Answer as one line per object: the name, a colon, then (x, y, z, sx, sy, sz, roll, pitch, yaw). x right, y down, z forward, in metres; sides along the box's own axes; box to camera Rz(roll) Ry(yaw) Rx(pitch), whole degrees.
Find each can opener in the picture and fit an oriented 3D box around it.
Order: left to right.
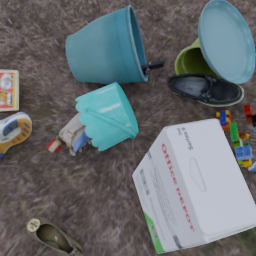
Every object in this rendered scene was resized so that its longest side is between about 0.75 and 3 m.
can opener: (0.790, -2.035, 9.174, 1.067, 0.338, 0.419, -20, 65, -24)

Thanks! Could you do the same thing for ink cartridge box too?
ink cartridge box: (1.237, 1.457, 6.277, 1.254, 2.984, 2.178, -10, 67, -17)

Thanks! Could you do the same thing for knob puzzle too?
knob puzzle: (-4.121, -1.168, 8.745, 1.561, 0.216, 1.561, 0, 89, 8)

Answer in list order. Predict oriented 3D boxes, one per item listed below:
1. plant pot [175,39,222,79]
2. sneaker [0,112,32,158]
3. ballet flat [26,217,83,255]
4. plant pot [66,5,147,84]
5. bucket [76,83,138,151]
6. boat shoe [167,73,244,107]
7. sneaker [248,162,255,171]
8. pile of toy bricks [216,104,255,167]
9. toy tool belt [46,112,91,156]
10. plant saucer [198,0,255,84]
plant pot: (2.585, -2.297, 8.976, 1.727, 1.727, 1.588, 25, 57, 11)
sneaker: (-3.793, 0.330, 8.182, 2.197, 0.827, 0.968, -29, 30, -6)
ballet flat: (-1.899, 2.832, 7.172, 1.750, 0.406, 0.590, 30, 69, 13)
plant pot: (-0.673, -2.329, 8.666, 2.115, 2.251, 2.251, -11, 65, 11)
bucket: (-0.525, -0.325, 7.757, 1.161, 1.785, 1.785, -23, 66, 10)
boat shoe: (2.208, -1.208, 8.340, 2.283, 0.757, 0.853, 22, 95, 28)
sneaker: (3.982, 1.155, 7.933, 1.123, 0.425, 0.433, -3, 63, 0)
pile of toy bricks: (3.121, 0.497, 7.876, 1.318, 1.173, 2.376, -13, 37, 28)
toy tool belt: (-1.434, 0.292, 7.997, 0.968, 0.983, 1.574, 43, 78, -7)
plant saucer: (2.702, -2.338, 7.741, 2.369, 0.325, 2.369, 6, 79, -34)
